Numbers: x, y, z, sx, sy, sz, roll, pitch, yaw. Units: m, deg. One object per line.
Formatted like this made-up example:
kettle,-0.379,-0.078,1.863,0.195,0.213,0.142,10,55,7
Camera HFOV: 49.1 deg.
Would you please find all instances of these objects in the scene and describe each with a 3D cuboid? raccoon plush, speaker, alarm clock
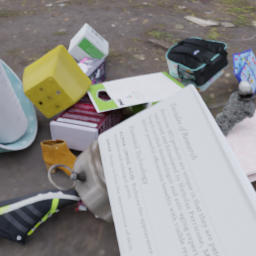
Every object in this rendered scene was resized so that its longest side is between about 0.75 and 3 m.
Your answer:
raccoon plush,2.627,-0.493,7.288,1.043,1.557,0.753,-40,47,-1
speaker,-3.212,-0.731,6.552,1.091,2.686,1.091,1,58,-2
alarm clock,-0.385,0.994,5.739,2.690,0.895,1.814,7,47,-43

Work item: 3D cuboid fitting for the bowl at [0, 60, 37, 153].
bowl,-3.999,-0.480,7.339,1.564,2.990,2.990,-27,37,13

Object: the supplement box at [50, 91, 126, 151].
supplement box,-1.047,-0.294,8.198,1.340,0.749,2.461,10,32,15

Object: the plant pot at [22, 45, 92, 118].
plant pot,-2.077,-1.154,7.901,1.467,1.468,1.294,-26,33,19

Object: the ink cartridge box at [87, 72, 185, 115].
ink cartridge box,0.272,-0.729,8.551,2.787,1.056,2.060,-12,31,-13

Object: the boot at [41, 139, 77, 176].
boot,-1.493,0.735,6.988,1.322,0.946,0.465,3,34,2

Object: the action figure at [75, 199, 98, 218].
action figure,-0.837,1.450,6.219,1.075,0.801,0.720,-45,32,-1

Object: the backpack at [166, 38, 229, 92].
backpack,2.051,-2.020,8.664,1.475,1.286,1.678,-42,51,-13

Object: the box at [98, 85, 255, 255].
box,1.095,1.247,4.304,1.687,2.567,2.581,-28,53,17

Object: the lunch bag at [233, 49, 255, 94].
lunch bag,4.105,-1.828,9.857,0.686,1.099,1.459,-10,44,42

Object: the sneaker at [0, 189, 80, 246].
sneaker,-2.085,1.898,5.813,2.305,0.826,0.954,-12,77,-10

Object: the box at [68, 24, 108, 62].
box,-1.630,-3.316,11.569,1.259,1.084,1.265,37,29,-27

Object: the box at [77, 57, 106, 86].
box,-1.539,-1.999,10.526,0.940,0.816,1.423,12,39,16

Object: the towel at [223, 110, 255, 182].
towel,3.219,0.391,7.520,2.398,0.405,2.511,-13,31,-5
